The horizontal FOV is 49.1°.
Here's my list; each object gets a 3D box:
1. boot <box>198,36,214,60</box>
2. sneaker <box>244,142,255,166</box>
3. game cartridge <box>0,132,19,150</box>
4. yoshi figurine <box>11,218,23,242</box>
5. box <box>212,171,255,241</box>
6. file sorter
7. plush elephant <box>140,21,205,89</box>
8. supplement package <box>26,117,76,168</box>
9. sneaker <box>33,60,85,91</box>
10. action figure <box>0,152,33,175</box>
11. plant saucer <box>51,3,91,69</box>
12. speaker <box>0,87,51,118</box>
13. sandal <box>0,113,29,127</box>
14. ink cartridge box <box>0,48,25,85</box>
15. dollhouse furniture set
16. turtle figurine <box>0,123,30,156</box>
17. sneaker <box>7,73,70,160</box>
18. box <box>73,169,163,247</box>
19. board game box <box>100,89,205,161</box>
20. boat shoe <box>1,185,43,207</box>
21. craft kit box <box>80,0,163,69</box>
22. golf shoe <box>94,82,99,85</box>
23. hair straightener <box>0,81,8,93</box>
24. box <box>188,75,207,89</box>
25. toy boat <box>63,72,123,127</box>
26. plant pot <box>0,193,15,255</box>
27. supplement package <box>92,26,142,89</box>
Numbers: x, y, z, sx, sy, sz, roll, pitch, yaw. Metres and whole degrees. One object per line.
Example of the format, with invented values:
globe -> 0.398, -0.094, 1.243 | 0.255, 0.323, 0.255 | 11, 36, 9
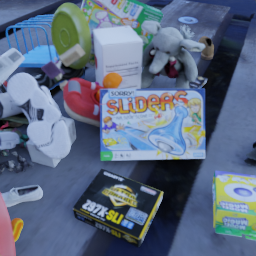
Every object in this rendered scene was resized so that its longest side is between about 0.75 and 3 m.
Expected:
boot -> 3.604, -3.850, 12.723 | 0.709, 0.726, 1.925 | 3, 40, 6
sneaker -> 3.897, 0.553, 7.770 | 0.847, 0.488, 1.623 | 29, 52, 23
game cartridge -> -4.187, 0.435, 6.651 | 1.702, 0.517, 2.553 | -10, -3, 39
yoshi figurine -> -3.019, 1.793, 5.789 | 1.646, 0.925, 0.922 | 10, 38, 22
box -> 2.338, 1.552, 5.748 | 1.144, 0.472, 1.950 | 6, 21, 14
file sorter -> -3.509, -3.589, 11.416 | 1.735, 1.534, 2.501 | 2, 31, 9
plush elephant -> 1.291, -2.392, 9.252 | 2.193, 2.663, 2.062 | 26, 9, 21
supplement package -> -2.096, 0.335, 7.849 | 0.743, 0.715, 1.306 | 12, 42, 14
sneaker -> -2.723, -2.034, 10.396 | 2.328, 0.965, 0.825 | -23, 49, -24
action figure -> -2.985, 0.934, 7.320 | 0.939, 0.479, 0.558 | -8, 27, -11
plant saucer -> -2.070, -3.113, 9.665 | 0.345, 2.218, 2.218 | -22, 45, -39
speaker -> -3.174, -0.802, 8.447 | 0.682, 0.682, 1.680 | 28, 31, 28
sandal -> -3.474, -0.294, 8.732 | 2.144, 0.612, 0.851 | 13, 33, -7
ink cartridge box -> -4.085, -1.221, 8.041 | 2.173, 0.545, 1.762 | -32, 24, 24
dollhouse furniture set -> -1.901, -2.126, 9.177 | 1.382, 1.095, 0.981 | -29, 36, 15
turtle figurine -> -3.232, 0.337, 7.926 | 1.302, 0.656, 0.975 | 14, 46, 4
sneaker -> -2.177, -0.217, 7.513 | 0.951, 1.454, 2.530 | -33, 75, -3
box -> -0.211, 1.759, 6.446 | 1.665, 0.411, 1.330 | 18, 45, 20
board game box -> 0.645, -0.098, 7.535 | 2.786, 1.886, 0.480 | -2, 1, -3
boat shoe -> -2.617, 1.588, 6.654 | 1.104, 0.378, 0.398 | -5, 41, -5
craft kit box -> -0.537, -3.272, 9.943 | 2.702, 2.669, 0.656 | 12, 39, -19
golf shoe -> -1.194, -1.302, 9.686 | 0.286, 0.761, 0.348 | 20, 33, -16
hair straightener -> -4.351, -1.463, 9.156 | 0.578, 1.502, 0.307 | -24, 71, -2
box -> 2.441, -1.760, 10.685 | 0.853, 0.212, 0.847 | 25, 46, 27
toy boat -> -0.643, -0.956, 8.303 | 2.358, 1.541, 1.539 | 17, 37, -28
plant pot -> -3.475, 1.801, 3.803 | 2.842, 2.842, 2.514 | 26, 17, 27
supplement package -> -0.378, -2.094, 9.503 | 1.331, 2.222, 1.347 | -11, 41, -14
